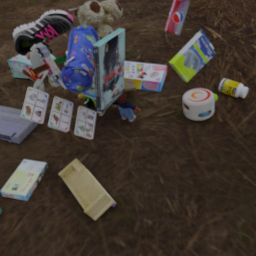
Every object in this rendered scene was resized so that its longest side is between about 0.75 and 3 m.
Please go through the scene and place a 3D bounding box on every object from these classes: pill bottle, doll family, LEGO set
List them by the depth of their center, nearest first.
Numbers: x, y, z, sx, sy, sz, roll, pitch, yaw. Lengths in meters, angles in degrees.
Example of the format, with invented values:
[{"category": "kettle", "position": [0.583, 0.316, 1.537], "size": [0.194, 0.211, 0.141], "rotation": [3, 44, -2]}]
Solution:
[{"category": "LEGO set", "position": [-1.933, -1.237, 8.368], "size": [2.174, 0.714, 2.910], "rotation": [20, 63, -34]}, {"category": "doll family", "position": [-0.881, -1.134, 11.137], "size": [2.964, 1.713, 1.163], "rotation": [7, 62, 12]}, {"category": "pill bottle", "position": [4.891, -1.813, 13.012], "size": [1.190, 0.669, 0.669], "rotation": [27, 45, 32]}]

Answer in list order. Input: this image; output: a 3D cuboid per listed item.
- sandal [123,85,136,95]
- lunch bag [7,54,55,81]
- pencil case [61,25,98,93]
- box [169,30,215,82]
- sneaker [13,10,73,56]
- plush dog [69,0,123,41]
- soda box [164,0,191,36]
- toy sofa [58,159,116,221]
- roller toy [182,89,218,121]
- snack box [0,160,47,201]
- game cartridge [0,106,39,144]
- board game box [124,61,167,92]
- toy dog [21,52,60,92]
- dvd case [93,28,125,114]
[{"category": "sandal", "position": [-0.832, -1.764, 12.619], "size": [2.475, 0.668, 0.994], "rotation": [-10, -5, -18]}, {"category": "lunch bag", "position": [-4.897, -3.272, 14.564], "size": [1.913, 1.167, 1.630], "rotation": [10, 37, 22]}, {"category": "pencil case", "position": [-1.364, -2.022, 7.946], "size": [0.855, 0.952, 2.192], "rotation": [-18, 49, 22]}, {"category": "box", "position": [1.908, -2.072, 8.102], "size": [1.328, 0.809, 0.316], "rotation": [-46, 31, 3]}, {"category": "sneaker", "position": [-2.707, -2.887, 8.837], "size": [2.264, 0.835, 0.990], "rotation": [-14, 63, 19]}, {"category": "plush dog", "position": [-1.270, -4.000, 11.427], "size": [1.825, 1.954, 2.275], "rotation": [-4, 21, 32]}, {"category": "soda box", "position": [1.911, -4.455, 10.593], "size": [0.561, 1.768, 0.619], "rotation": [14, 19, -6]}, {"category": "toy sofa", "position": [-1.212, 1.822, 8.253], "size": [0.750, 0.884, 1.812], "rotation": [-42, 49, -10]}, {"category": "roller toy", "position": [2.893, -0.938, 11.596], "size": [1.389, 0.970, 1.267], "rotation": [12, 43, 30]}, {"category": "snack box", "position": [-3.225, 1.602, 8.801], "size": [0.824, 0.263, 1.419], "rotation": [8, 38, 10]}, {"category": "game cartridge", "position": [-4.929, -0.207, 11.097], "size": [2.555, 0.490, 1.656], "rotation": [11, 34, 14]}, {"category": "board game box", "position": [0.542, -2.679, 14.275], "size": [2.614, 0.527, 2.000], "rotation": [9, 38, 12]}, {"category": "toy dog", "position": [-3.352, -2.299, 10.443], "size": [1.229, 0.898, 1.863], "rotation": [-24, 83, -9]}, {"category": "dvd case", "position": [-0.455, -1.466, 7.253], "size": [0.203, 1.842, 1.344], "rotation": [18, 40, 19]}]
